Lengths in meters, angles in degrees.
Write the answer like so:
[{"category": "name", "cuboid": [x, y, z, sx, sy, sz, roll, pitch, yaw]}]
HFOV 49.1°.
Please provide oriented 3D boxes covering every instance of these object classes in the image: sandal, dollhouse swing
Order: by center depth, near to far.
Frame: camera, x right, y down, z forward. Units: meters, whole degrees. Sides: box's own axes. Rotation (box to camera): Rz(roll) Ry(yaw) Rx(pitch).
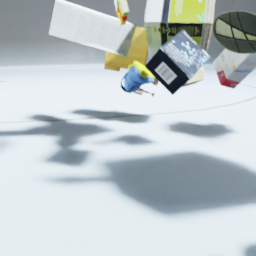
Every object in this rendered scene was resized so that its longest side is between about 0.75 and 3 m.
[{"category": "sandal", "cuboid": [2.149, -1.532, 4.682, 1.621, 0.644, 0.463, 4, 12, -10]}, {"category": "sandal", "cuboid": [0.234, -1.439, 8.470, 0.822, 0.900, 2.068, 34, 2, -8]}, {"category": "dollhouse swing", "cuboid": [0.001, -2.953, 10.458, 1.531, 1.742, 1.583, 9, 13, 2]}]

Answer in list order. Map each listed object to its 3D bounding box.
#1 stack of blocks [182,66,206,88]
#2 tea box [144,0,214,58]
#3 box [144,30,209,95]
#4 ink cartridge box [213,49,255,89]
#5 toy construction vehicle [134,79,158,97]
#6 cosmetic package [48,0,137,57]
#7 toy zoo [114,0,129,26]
[{"category": "stack of blocks", "cuboid": [2.106, -3.125, 11.422, 0.834, 2.847, 1.639, -15, 2, -10]}, {"category": "tea box", "cuboid": [1.546, -3.088, 8.482, 1.868, 1.269, 1.899, 6, -16, 10]}, {"category": "box", "cuboid": [1.152, -1.530, 6.472, 1.265, 0.939, 0.677, -47, 2, -42]}, {"category": "ink cartridge box", "cuboid": [3.127, -1.924, 7.960, 0.576, 1.346, 0.993, 14, 53, -20]}, {"category": "toy construction vehicle", "cuboid": [0.656, -1.839, 11.572, 1.114, 0.970, 0.392, 14, 16, -6]}, {"category": "cosmetic package", "cuboid": [-1.014, -2.853, 8.055, 2.314, 0.955, 0.586, 12, 26, -19]}, {"category": "toy zoo", "cuboid": [-0.202, -2.931, 6.515, 0.136, 0.870, 1.326, -15, 7, -2]}]
